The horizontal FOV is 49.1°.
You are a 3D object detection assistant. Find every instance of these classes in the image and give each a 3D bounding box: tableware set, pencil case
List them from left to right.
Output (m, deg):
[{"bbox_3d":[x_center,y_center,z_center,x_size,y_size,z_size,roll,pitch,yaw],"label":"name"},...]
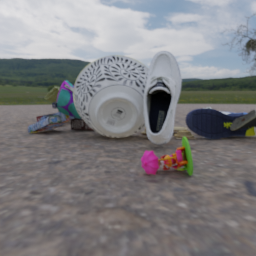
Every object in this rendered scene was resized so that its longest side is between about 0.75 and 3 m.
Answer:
[{"bbox_3d":[-1.212,-0.821,10.275,2.840,1.208,1.312,15,-32,5],"label":"pencil case"},{"bbox_3d":[1.429,0.179,10.141,1.795,0.249,2.149,0,7,-5],"label":"tableware set"}]

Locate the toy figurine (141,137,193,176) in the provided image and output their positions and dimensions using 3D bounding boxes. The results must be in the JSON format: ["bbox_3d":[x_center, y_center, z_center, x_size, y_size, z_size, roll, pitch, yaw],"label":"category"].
[{"bbox_3d":[0.686,0.618,5.312,0.888,0.724,0.965,-9,-15,2],"label":"toy figurine"}]

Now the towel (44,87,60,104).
[{"bbox_3d":[-3.519,-1.618,15.651,1.952,0.356,1.448,24,-35,-35],"label":"towel"}]

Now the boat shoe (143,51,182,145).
[{"bbox_3d":[0.985,-1.014,7.987,1.074,2.919,0.954,-2,-17,12],"label":"boat shoe"}]

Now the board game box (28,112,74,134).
[{"bbox_3d":[-2.964,-0.291,11.038,1.450,0.448,1.451,-22,-3,24],"label":"board game box"}]

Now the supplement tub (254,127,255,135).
[{"bbox_3d":[4.887,-0.047,9.063,0.935,0.935,1.286,-7,9,-44],"label":"supplement tub"}]

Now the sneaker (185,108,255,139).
[{"bbox_3d":[3.184,-0.125,9.820,2.737,1.012,1.126,5,2,-15],"label":"sneaker"}]

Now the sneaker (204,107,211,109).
[{"bbox_3d":[3.164,-0.312,10.833,0.613,0.961,1.663,14,9,30],"label":"sneaker"}]

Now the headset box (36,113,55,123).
[{"bbox_3d":[-3.662,-0.414,13.301,1.306,0.504,0.972,-9,5,5],"label":"headset box"}]

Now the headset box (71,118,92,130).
[{"bbox_3d":[-1.695,-0.313,11.848,1.375,0.531,1.023,1,22,-5],"label":"headset box"}]

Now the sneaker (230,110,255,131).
[{"bbox_3d":[3.819,-0.107,8.915,0.575,0.405,1.083,28,-37,-17],"label":"sneaker"}]

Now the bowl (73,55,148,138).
[{"bbox_3d":[-0.366,-0.709,9.083,2.973,2.973,1.395,0,30,-3],"label":"bowl"}]
